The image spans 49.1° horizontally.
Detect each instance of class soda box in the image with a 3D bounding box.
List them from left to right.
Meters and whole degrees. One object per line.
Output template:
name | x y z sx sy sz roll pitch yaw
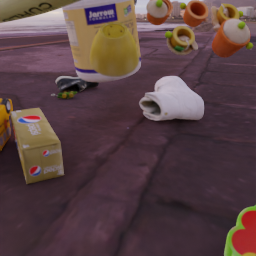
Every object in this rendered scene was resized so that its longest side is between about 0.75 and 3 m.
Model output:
soda box | -2.034 0.270 6.059 0.716 0.757 2.235 -11 25 -24

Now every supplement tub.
supplement tub | -0.663 -2.579 7.092 1.785 2.455 1.785 -7 28 4

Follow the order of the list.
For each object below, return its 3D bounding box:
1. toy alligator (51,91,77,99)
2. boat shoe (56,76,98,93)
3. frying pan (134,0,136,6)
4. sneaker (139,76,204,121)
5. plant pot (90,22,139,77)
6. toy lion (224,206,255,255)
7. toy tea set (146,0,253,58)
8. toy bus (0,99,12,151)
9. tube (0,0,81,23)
toy alligator | -2.326 -1.171 10.236 0.948 0.228 0.314 -5 23 2
boat shoe | -1.963 -1.688 11.201 1.768 0.635 0.598 -8 58 -34
frying pan | -0.380 -4.591 9.602 1.178 0.317 1.947 -8 50 -10
sneaker | 1.026 -1.008 8.824 1.569 1.000 2.716 -4 24 -17
plant pot | -0.266 -1.540 5.250 0.970 0.688 0.970 0 55 -1
toy lion | 2.273 1.442 2.623 2.384 0.819 2.286 -17 34 -16
toy tea set | 1.738 -2.568 6.672 2.645 1.573 0.979 0 -18 -12
toy bus | -3.223 0.092 6.188 0.813 0.978 2.499 -4 23 -6
tube | -1.034 -1.687 3.445 2.436 0.632 0.707 -8 -18 30
